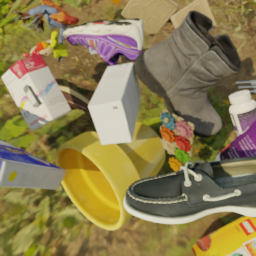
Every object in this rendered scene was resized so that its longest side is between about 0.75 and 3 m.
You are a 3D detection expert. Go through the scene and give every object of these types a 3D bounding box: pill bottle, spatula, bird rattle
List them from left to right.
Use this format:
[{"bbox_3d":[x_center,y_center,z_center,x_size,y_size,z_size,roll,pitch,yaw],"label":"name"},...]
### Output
[{"bbox_3d":[-2.509,-2.255,8.359,1.339,0.754,1.092,-34,37,-2],"label":"bird rattle"},{"bbox_3d":[2.996,-0.307,7.150,0.676,1.213,0.676,-21,14,6],"label":"pill bottle"},{"bbox_3d":[4.550,-1.551,10.583,0.931,0.075,0.647,-3,60,-1],"label":"spatula"},{"bbox_3d":[2.742,0.623,5.639,1.355,2.410,1.355,29,30,-19],"label":"pill bottle"}]

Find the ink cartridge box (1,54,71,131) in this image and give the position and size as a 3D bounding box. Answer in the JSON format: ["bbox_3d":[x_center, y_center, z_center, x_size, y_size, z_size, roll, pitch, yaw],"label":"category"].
[{"bbox_3d":[-2.338,-0.864,7.105,0.686,1.183,1.603,-33,99,-47],"label":"ink cartridge box"}]

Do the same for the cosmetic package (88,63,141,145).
[{"bbox_3d":[-0.212,-0.603,6.236,0.695,0.989,1.949,-7,32,13],"label":"cosmetic package"}]

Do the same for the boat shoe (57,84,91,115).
[{"bbox_3d":[-2.414,-0.934,9.707,2.765,0.998,0.995,24,80,10],"label":"boat shoe"}]

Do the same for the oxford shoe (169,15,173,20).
[{"bbox_3d":[1.364,-5.989,13.093,0.955,1.109,2.627,-18,58,-15],"label":"oxford shoe"}]

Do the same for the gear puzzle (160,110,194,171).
[{"bbox_3d":[1.030,0.425,6.359,0.229,1.749,0.906,-37,50,-28],"label":"gear puzzle"}]

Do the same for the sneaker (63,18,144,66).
[{"bbox_3d":[-0.787,-2.420,8.090,1.200,1.241,2.976,-29,33,-36],"label":"sneaker"}]

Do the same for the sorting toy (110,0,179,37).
[{"bbox_3d":[0.417,-3.730,8.431,1.851,1.379,0.248,30,48,-20],"label":"sorting toy"}]

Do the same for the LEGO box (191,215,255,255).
[{"bbox_3d":[2.961,3.440,6.481,1.853,0.960,2.488,-21,57,-14],"label":"LEGO box"}]

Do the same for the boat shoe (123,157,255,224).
[{"bbox_3d":[1.117,0.776,3.952,2.398,0.723,0.907,-5,27,-3],"label":"boat shoe"}]

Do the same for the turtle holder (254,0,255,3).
[{"bbox_3d":[4.355,-3.914,8.760,0.899,0.683,0.638,12,63,27],"label":"turtle holder"}]

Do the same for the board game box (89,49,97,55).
[{"bbox_3d":[-1.228,-3.552,11.903,0.926,0.201,0.921,-12,57,-8],"label":"board game box"}]

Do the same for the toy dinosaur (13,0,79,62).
[{"bbox_3d":[-2.337,-3.482,8.446,2.443,1.413,2.692,2,77,36],"label":"toy dinosaur"}]

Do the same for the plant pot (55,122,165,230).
[{"bbox_3d":[-0.286,1.015,7.513,2.445,2.445,2.301,37,46,23],"label":"plant pot"}]

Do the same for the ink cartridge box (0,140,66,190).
[{"bbox_3d":[-3.024,0.477,5.612,2.667,2.699,0.634,21,85,21],"label":"ink cartridge box"}]

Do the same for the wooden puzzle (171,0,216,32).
[{"bbox_3d":[1.413,-2.301,6.077,0.804,0.745,0.186,-29,30,11],"label":"wooden puzzle"}]

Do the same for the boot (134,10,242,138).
[{"bbox_3d":[1.711,-0.964,6.322,2.985,1.965,1.042,38,52,-24],"label":"boot"}]
